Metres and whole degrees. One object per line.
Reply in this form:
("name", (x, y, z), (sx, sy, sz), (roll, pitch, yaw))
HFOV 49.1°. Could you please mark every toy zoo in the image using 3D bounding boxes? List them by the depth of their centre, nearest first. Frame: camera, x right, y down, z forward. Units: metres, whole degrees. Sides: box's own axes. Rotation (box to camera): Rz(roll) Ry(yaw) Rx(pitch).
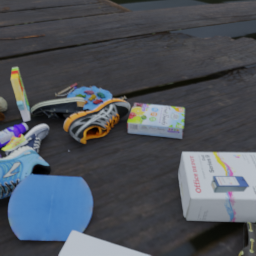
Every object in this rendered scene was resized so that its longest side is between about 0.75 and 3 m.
("toy zoo", (-4.092, -1.280, 10.655), (0.254, 1.627, 2.480), (-15, 26, -15))

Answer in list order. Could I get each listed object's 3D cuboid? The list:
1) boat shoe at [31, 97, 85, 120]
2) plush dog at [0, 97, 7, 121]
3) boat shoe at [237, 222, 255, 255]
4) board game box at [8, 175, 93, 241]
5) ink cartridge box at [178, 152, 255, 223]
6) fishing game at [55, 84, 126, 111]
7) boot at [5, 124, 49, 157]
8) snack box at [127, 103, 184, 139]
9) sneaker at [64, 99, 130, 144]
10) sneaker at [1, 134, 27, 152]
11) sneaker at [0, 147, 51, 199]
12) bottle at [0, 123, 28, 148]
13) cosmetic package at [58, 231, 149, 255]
("boat shoe", (-2.755, -0.662, 10.847), (2.365, 0.736, 0.882), (-7, -2, 19))
("plush dog", (-5.596, -0.724, 10.766), (1.696, 1.361, 1.457), (-13, 58, -17))
("boat shoe", (2.766, 2.939, 6.290), (0.598, 0.708, 1.985), (15, 33, 24))
("board game box", (-2.023, 2.141, 7.442), (2.128, 0.414, 1.681), (4, 59, -8))
("ink cartridge box", (2.692, 1.598, 7.736), (2.385, 1.043, 1.733), (0, 37, 3))
("fishing game", (-1.700, -1.393, 12.199), (2.836, 0.441, 2.030), (21, 39, 24))
("boot", (-3.219, 0.587, 9.535), (0.774, 0.623, 1.713), (31, 54, 25))
("snack box", (1.078, -0.302, 10.665), (2.032, 0.538, 1.445), (7, 38, 9))
("sneaker", (-0.967, -0.202, 10.295), (2.665, 1.043, 1.029), (-26, 57, -26))
("sneaker", (-3.501, 0.463, 8.519), (0.330, 0.382, 0.845), (-8, 18, 35))
("sneaker", (-3.207, 1.410, 7.663), (1.266, 1.104, 2.816), (25, 29, 16))
("bottle", (-4.219, 0.243, 10.006), (0.543, 0.424, 1.299), (17, 39, 39))
("cosmetic package", (-0.519, 3.369, 5.190), (2.047, 1.258, 2.040), (11, 39, 16))
